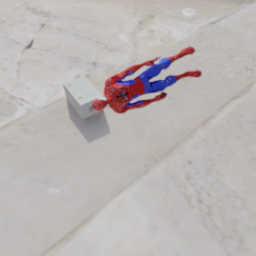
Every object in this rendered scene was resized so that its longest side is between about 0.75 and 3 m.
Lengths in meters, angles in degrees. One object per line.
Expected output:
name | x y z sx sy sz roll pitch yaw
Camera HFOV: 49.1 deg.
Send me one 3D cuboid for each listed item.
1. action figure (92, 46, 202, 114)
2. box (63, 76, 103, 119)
action figure | 0.365 -0.838 5.078 2.359 0.772 0.610 -28 21 -25
box | -1.493 -1.023 9.345 0.811 0.635 1.304 -26 52 -22
